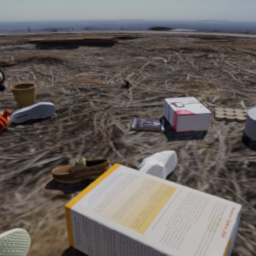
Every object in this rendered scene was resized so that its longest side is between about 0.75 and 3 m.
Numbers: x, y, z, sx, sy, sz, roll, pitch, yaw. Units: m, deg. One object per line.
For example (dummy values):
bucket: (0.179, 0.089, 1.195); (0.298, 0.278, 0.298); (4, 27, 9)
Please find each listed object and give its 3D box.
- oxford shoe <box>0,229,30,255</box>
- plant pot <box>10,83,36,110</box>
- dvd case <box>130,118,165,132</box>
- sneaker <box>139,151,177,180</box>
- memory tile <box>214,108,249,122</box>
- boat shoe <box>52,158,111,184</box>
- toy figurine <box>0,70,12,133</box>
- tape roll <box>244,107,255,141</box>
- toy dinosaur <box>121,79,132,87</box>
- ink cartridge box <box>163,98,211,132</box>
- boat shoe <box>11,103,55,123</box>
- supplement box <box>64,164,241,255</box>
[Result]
oxford shoe: (-2.437, 2.374, 4.646); (0.551, 0.717, 1.907); (-18, 12, 32)
plant pot: (-4.451, -1.280, 12.090); (1.013, 1.087, 1.013); (1, 25, 0)
dvd case: (0.782, -0.132, 10.735); (1.290, 0.103, 0.959); (3, 25, 6)
sneaker: (0.576, 1.130, 7.467); (0.843, 0.717, 1.904); (2, 15, 33)
memory tile: (4.406, -0.538, 11.617); (1.598, 0.134, 1.225); (6, 25, 11)
boat shoe: (-1.225, 1.073, 7.508); (1.581, 0.584, 0.598); (-4, 25, -9)
toy figurine: (-5.358, -0.846, 9.523); (2.475, 2.514, 1.749); (-9, 16, -13)
tape roll: (5.318, -0.081, 9.893); (2.185, 0.722, 2.185); (1, 24, 0)
toy dinosaur: (-0.020, -2.460, 15.571); (0.592, 0.446, 0.873); (12, 0, -13)
ink cartridge box: (2.229, -0.555, 10.903); (1.280, 0.746, 1.768); (-4, 25, -8)
boat shoe: (-3.867, -0.678, 11.352); (1.759, 0.633, 0.546); (-16, 28, -26)
supplement box: (0.456, 1.847, 5.252); (2.796, 1.028, 1.762); (14, 28, 29)
